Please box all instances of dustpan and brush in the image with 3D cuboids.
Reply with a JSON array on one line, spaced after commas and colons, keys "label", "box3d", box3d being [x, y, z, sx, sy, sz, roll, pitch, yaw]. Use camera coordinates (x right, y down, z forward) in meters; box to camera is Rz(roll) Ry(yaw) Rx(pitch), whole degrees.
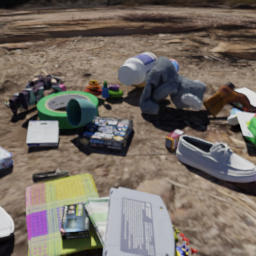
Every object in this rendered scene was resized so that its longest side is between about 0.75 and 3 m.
[{"label": "dustpan and brush", "box3d": [-3.497, 2.172, 6.937, 1.280, 0.525, 1.834, -10, 38, -15]}]

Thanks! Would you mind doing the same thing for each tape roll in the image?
[{"label": "tape roll", "box3d": [-2.528, -0.815, 11.878, 2.510, 0.603, 2.510, 0, 30, 0]}]

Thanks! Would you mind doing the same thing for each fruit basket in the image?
[{"label": "fruit basket", "box3d": [5.005, -0.018, 10.294, 1.865, 0.944, 2.013, 8, 23, 7]}]

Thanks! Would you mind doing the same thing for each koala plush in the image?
[{"label": "koala plush", "box3d": [2.098, -1.632, 12.016, 2.525, 2.320, 2.239, 22, 35, 12]}]

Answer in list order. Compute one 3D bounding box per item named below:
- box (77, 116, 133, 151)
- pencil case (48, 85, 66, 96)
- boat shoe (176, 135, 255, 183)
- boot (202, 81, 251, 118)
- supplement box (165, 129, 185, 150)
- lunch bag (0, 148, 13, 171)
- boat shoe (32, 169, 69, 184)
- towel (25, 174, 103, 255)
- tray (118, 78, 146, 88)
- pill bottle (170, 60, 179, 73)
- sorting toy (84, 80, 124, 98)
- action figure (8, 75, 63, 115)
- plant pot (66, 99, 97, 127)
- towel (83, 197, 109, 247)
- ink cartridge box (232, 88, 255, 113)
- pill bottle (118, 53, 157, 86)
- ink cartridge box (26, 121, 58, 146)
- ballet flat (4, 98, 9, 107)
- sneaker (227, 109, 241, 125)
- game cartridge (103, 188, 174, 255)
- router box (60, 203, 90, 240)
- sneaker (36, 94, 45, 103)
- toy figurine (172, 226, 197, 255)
[{"label": "box", "box3d": [-0.801, 0.153, 10.388, 1.706, 0.424, 1.693, 6, 31, 10]}, {"label": "pencil case", "box3d": [-3.390, -1.706, 13.461, 0.548, 0.566, 1.208, 6, 30, 7]}, {"label": "boat shoe", "box3d": [2.698, 0.848, 8.617, 2.571, 0.881, 0.926, 22, 37, 39]}, {"label": "boot", "box3d": [4.163, -0.993, 11.781, 1.571, 1.479, 0.538, -42, -2, -9]}, {"label": "supplement box", "box3d": [1.657, 0.405, 9.948, 0.322, 0.415, 0.752, 25, 38, 36]}, {"label": "lunch bag", "box3d": [-4.242, 1.004, 8.915, 1.151, 0.435, 0.922, 22, 34, 34]}, {"label": "boat shoe", "box3d": [-2.287, 1.379, 8.287, 1.080, 0.308, 0.361, -13, 10, -21]}, {"label": "towel", "box3d": [-1.602, 2.129, 7.109, 1.858, 0.295, 2.587, -9, 32, -16]}, {"label": "tray", "box3d": [0.335, -2.693, 15.431, 0.842, 0.316, 1.707, -25, 39, -36]}, {"label": "pill bottle", "box3d": [2.277, -3.107, 15.480, 0.964, 0.964, 1.718, 6, 30, 11]}, {"label": "sorting toy", "box3d": [-1.117, -1.900, 13.195, 1.906, 0.782, 1.145, -1, 18, -12]}, {"label": "action figure", "box3d": [-4.123, -1.690, 12.722, 1.860, 0.992, 2.858, -1, 31, 25]}, {"label": "plant pot", "box3d": [-1.664, -0.588, 10.356, 0.828, 1.032, 1.032, -9, 28, -43]}, {"label": "towel", "box3d": [-0.309, 2.184, 6.491, 1.075, 0.221, 1.441, 5, 33, -38]}, {"label": "ink cartridge box", "box3d": [5.494, -1.117, 12.493, 1.061, 0.490, 1.947, -14, 38, -24]}, {"label": "pill bottle", "box3d": [0.509, -2.936, 14.170, 1.337, 1.337, 2.233, 18, 33, 28]}, {"label": "ink cartridge box", "box3d": [-3.076, 0.203, 10.141, 1.069, 0.218, 1.072, 0, 47, -11]}, {"label": "ballet flat", "box3d": [-5.461, -1.140, 12.825, 0.813, 0.276, 0.294, 27, 60, 39]}, {"label": "sneaker", "box3d": [4.296, -0.460, 11.379, 1.204, 0.456, 0.632, -7, 35, -35]}, {"label": "game cartridge", "box3d": [0.241, 2.227, 6.052, 1.464, 0.450, 2.200, 10, 28, -4]}, {"label": "router box", "box3d": [-1.206, 2.157, 6.512, 0.638, 0.265, 0.852, -3, 31, -5]}, {"label": "sneaker", "box3d": [-4.176, -1.504, 13.182, 0.450, 0.488, 1.107, -26, 39, -37]}, {"label": "toy figurine", "box3d": [0.987, 2.628, 6.057, 0.585, 0.515, 0.976, -23, 35, -24]}]
